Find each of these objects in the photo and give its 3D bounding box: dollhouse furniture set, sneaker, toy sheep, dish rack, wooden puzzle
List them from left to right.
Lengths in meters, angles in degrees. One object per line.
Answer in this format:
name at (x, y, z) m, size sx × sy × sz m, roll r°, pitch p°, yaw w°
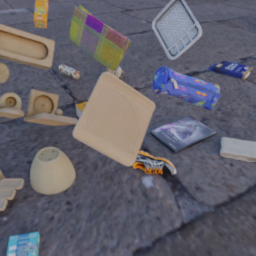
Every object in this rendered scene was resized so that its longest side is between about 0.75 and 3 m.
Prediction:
dollhouse furniture set at (-3.095, -1.727, 8.701) m, size 2.793 × 2.937 × 2.393 m, roll 10°, pitch -5°, yaw -31°
toy sheep at (-0.686, -2.889, 14.517) m, size 0.806 × 0.806 × 1.168 m, roll 26°, pitch 23°, yaw 32°
wooden puzzle at (-0.272, -0.185, 6.348) m, size 1.557 × 0.313 × 1.683 m, roll 31°, pitch 68°, yaw -20°
sneaker at (0.804, 1.240, 8.936) m, size 1.468 × 0.574 × 0.567 m, roll 16°, pitch 51°, yaw 26°
dish rack at (2.084, -4.168, 11.801) m, size 0.470 × 1.854 × 2.161 m, roll -10°, pitch 69°, yaw -45°

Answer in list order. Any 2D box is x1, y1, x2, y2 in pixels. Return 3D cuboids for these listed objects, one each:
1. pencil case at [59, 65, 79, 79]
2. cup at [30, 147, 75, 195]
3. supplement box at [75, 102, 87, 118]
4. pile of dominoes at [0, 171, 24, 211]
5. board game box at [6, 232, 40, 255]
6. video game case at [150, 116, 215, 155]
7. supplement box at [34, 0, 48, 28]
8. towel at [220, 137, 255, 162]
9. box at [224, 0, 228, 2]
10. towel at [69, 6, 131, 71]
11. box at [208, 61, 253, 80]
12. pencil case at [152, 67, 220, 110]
pencil case at (-3.118, -2.976, 14.764) m, size 1.222 × 0.547 × 0.475 m, roll 26°, pitch 80°, yaw 30°
cup at (-2.367, 1.174, 8.572) m, size 1.388 × 0.993 × 1.388 m, roll 0°, pitch 35°, yaw 0°
supplement box at (-1.527, -0.453, 11.244) m, size 0.546 × 0.565 × 1.641 m, roll -20°, pitch 42°, yaw -27°
pile of dominoes at (-4.515, 2.337, 7.667) m, size 2.284 × 0.467 × 2.931 m, roll 13°, pitch 46°, yaw 16°
board game box at (-2.510, 2.995, 6.679) m, size 0.702 × 0.218 × 0.930 m, roll -6°, pitch 36°, yaw -9°
video game case at (2.071, 0.204, 10.631) m, size 2.020 × 0.192 × 1.443 m, roll -22°, pitch 41°, yaw -26°
supplement box at (-3.210, -4.296, 10.336) m, size 0.420 × 0.434 × 1.262 m, roll 0°, pitch 67°, yaw -11°
towel at (3.985, 0.760, 9.801) m, size 1.470 × 0.253 × 0.974 m, roll 10°, pitch 35°, yaw 14°
box at (4.272, -5.360, 11.058) m, size 0.880 × 0.224 × 0.694 m, roll -39°, pitch 18°, yaw -25°
towel at (-1.273, -3.719, 11.895) m, size 2.672 × 1.919 × 0.304 m, roll 34°, pitch 52°, yaw 3°
box at (5.569, -3.227, 15.320) m, size 2.055 × 0.333 × 1.245 m, roll 23°, pitch 41°, yaw 30°
pencil case at (1.701, -1.135, 8.120) m, size 2.057 × 0.803 × 0.893 m, roll 14°, pitch 2°, yaw -21°
